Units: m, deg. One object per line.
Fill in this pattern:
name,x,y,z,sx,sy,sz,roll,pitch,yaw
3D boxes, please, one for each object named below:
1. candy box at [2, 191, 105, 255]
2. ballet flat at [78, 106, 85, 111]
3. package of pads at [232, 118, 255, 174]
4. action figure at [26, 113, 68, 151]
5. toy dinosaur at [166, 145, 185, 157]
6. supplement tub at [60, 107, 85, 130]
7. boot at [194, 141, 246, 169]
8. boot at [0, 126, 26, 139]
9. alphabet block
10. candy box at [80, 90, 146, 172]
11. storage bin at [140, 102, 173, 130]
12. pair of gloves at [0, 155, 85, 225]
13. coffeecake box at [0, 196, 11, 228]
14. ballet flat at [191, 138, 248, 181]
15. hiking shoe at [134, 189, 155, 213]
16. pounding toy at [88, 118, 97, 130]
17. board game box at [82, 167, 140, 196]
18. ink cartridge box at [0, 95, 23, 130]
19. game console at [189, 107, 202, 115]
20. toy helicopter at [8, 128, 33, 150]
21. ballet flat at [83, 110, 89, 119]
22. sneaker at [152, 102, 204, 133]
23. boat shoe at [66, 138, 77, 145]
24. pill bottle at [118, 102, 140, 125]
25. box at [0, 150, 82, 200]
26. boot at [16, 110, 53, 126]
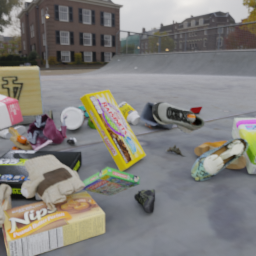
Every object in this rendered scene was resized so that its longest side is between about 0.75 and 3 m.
candy box,-1.623,2.043,6.068,1.975,0.546,1.140,-8,17,-28
ballet flat,-2.114,-0.996,17.106,2.112,0.799,0.675,11,-15,21
package of pads,5.081,0.602,9.861,2.162,0.954,2.798,2,28,7
action figure,-3.080,0.258,11.595,1.458,1.621,2.177,-32,-23,10
toy dinosaur,1.863,0.880,10.804,0.800,0.308,0.409,17,-15,11
supplement tub,-2.740,-0.504,14.059,1.107,1.107,1.807,-1,5,-5
boot,3.603,0.853,10.160,1.470,0.722,2.053,-11,16,-39
boot,-5.484,0.154,13.211,0.573,0.441,1.200,14,22,28
alphabet block,-6.986,-2.150,16.731,2.949,2.896,2.881,-9,12,-30
candy box,-0.488,0.009,9.864,0.374,2.835,1.449,-32,-4,32
storage bin,1.571,-0.466,14.521,1.140,1.235,1.698,24,1,-31
pair of gloves,-2.552,1.474,6.520,2.805,0.492,2.385,-17,22,-34
coffeecake box,-3.399,1.984,6.541,1.150,0.420,0.882,-5,16,-17
ballet flat,2.854,0.913,8.639,2.081,0.773,0.773,-34,26,-15
hiking shoe,0.404,1.865,7.121,0.524,0.395,1.042,-1,7,10
pounding toy,-1.529,-0.421,14.374,1.163,0.540,0.898,2,58,5
board game box,-0.454,1.297,6.575,0.869,0.188,1.291,20,-34,-28
ink cartridge box,-6.920,-0.530,13.338,2.103,1.188,2.870,16,31,38
game console,4.099,-1.122,17.749,0.918,0.545,0.791,-6,17,-23
toy helicopter,-4.367,0.443,11.429,1.601,0.632,1.059,37,14,34
ballet flat,-2.662,-0.735,16.250,1.643,0.559,0.562,-17,16,-34
sneaker,1.926,-0.467,10.723,2.352,0.869,0.933,17,-18,-29
boat shoe,-2.416,0.588,11.872,0.266,0.281,0.803,-23,15,-27
pill bottle,0.048,-0.767,15.388,0.742,0.742,1.319,-15,48,-43
box,-2.925,1.343,8.549,2.571,0.611,2.482,1,18,4
boot,-5.169,-0.521,15.591,1.874,0.680,1.704,-9,14,-8
